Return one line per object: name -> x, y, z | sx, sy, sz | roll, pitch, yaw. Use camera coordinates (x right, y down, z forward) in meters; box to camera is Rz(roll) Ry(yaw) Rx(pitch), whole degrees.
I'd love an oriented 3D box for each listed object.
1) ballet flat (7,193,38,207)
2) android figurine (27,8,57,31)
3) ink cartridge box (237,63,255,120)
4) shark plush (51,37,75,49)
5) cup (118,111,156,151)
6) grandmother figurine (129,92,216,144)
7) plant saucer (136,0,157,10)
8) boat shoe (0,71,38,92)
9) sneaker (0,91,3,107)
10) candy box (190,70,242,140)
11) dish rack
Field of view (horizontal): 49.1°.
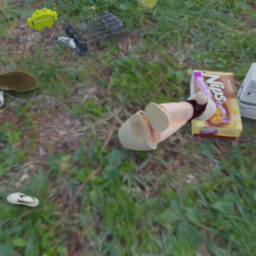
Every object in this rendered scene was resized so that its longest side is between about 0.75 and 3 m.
ballet flat -> -3.394, 2.266, 8.979 | 1.064, 0.332, 0.359 | 7, 56, 5
android figurine -> -2.384, -3.022, 7.806 | 0.816, 0.896, 0.184 | -23, 85, -12
ink cartridge box -> 4.958, -1.218, 10.345 | 1.525, 2.081, 0.864 | 15, 59, 11
shark plush -> -2.514, -3.299, 10.824 | 0.912, 0.380, 0.415 | 5, 14, -14
cup -> 0.256, 0.234, 9.904 | 1.007, 1.408, 1.408 | -21, 53, 21
grandmother figurine -> 1.302, -0.311, 7.048 | 2.978, 1.806, 0.902 | -15, 86, -47
plant saucer -> 0.744, -5.048, 10.480 | 0.184, 1.182, 1.182 | 15, 51, 45
boat shoe -> -4.940, -1.921, 11.588 | 2.323, 0.753, 0.850 | 2, 94, -18
sneaker -> -5.981, -1.178, 11.265 | 1.949, 0.728, 0.799 | 1, 41, -8
candy box -> 3.337, -0.950, 10.928 | 1.653, 0.800, 2.832 | 5, 57, 3
dish rack -> -1.611, -4.738, 13.656 | 2.607, 0.711, 2.000 | -27, 61, -20
